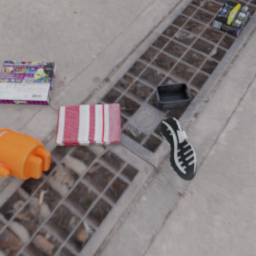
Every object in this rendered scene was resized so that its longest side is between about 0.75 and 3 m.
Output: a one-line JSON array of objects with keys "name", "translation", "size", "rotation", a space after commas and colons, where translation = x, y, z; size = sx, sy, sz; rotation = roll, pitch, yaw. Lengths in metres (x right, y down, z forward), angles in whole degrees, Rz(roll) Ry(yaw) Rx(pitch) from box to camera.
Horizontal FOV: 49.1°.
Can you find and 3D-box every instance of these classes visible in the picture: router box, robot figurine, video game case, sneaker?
[{"name": "router box", "translation": [5.210, -5.536, 14.048], "size": [1.398, 0.464, 1.778], "rotation": [27, 65, 14]}, {"name": "robot figurine", "translation": [-4.051, 0.900, 9.943], "size": [2.530, 1.475, 1.819], "rotation": [21, 69, 11]}, {"name": "video game case", "translation": [-4.423, -1.976, 12.117], "size": [2.322, 0.416, 2.104], "rotation": [1, 61, 1]}, {"name": "sneaker", "translation": [1.767, 0.704, 9.118], "size": [0.856, 0.928, 2.321], "rotation": [-29, 47, 21]}]

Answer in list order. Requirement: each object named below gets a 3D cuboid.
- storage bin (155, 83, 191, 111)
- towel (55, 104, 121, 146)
[{"name": "storage bin", "translation": [1.838, -1.290, 11.638], "size": [1.316, 0.617, 0.890], "rotation": [-6, 61, -4]}, {"name": "towel", "translation": [-1.577, -0.160, 11.206], "size": [2.547, 0.290, 1.834], "rotation": [-2, 60, -1]}]
